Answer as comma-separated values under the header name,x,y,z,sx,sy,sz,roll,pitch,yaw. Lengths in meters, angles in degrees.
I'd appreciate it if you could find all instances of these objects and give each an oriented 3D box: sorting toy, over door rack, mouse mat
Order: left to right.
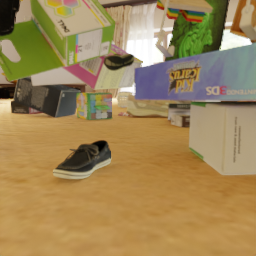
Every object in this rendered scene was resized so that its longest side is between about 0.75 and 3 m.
name,x,y,z,sx,sy,sz,roll,pitch,yaw
sorting toy,1.073,-2.525,5.788,0.981,0.341,0.975,1,41,-13
mouse mat,1.882,-2.830,7.869,0.104,2.756,2.218,24,-21,-28
over door rack,1.109,-2.361,4.163,0.757,2.273,1.679,5,-1,-42

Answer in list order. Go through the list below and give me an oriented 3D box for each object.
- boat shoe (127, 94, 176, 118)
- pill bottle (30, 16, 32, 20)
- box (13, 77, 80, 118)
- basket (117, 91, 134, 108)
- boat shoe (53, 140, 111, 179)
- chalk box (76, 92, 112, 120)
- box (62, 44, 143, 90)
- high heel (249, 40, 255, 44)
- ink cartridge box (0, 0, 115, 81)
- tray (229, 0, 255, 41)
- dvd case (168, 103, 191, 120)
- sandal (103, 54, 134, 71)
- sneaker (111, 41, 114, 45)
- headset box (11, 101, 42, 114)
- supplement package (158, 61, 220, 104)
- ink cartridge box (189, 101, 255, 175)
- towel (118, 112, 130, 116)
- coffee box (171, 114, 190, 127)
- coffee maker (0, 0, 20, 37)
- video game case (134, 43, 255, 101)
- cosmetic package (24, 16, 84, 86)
name,x,y,z,sx,sy,sz,roll,pitch,yaw
boat shoe,1.450,-0.966,11.708,2.988,0.970,1.078,2,7,-1
pill bottle,-1.902,-3.124,7.817,1.383,2.603,1.383,25,23,-12
box,-3.482,-1.382,12.178,2.183,1.169,1.620,20,12,16
basket,-0.116,-1.902,18.351,1.334,1.053,1.513,3,27,12
boat shoe,-0.579,0.401,3.719,0.436,0.363,1.168,5,10,24
chalk box,-1.257,-0.869,10.885,1.030,1.025,1.656,-5,8,-30
box,-0.753,-1.771,7.504,1.528,0.840,1.737,35,26,24
high heel,2.977,-2.439,6.954,0.933,0.665,0.333,26,-21,-20
ink cartridge box,-1.688,-2.097,5.835,2.295,1.696,0.869,-24,-24,-27
tray,2.599,-2.670,5.691,0.294,1.587,0.783,3,27,-11
dvd case,2.028,-0.508,9.368,1.382,0.227,1.839,1,-10,8
sandal,-0.205,-1.371,5.725,0.235,0.327,0.824,35,36,29
sneaker,-0.967,-2.516,9.861,0.686,1.050,1.877,21,24,2
headset box,-4.812,-1.050,13.794,1.250,0.631,1.682,4,8,27
supplement package,2.748,-1.850,12.826,2.552,1.937,1.922,4,-13,36
ink cartridge box,2.183,0.054,4.215,2.154,0.895,1.579,-1,7,-4
towel,0.146,-0.623,12.533,1.098,0.125,0.791,1,8,5
coffee box,1.708,-0.231,8.674,0.475,0.331,0.831,-2,8,-15
coffee maker,-2.837,-2.683,5.309,1.615,1.551,1.087,31,3,29
video game case,1.893,-0.779,4.554,2.630,0.659,2.902,-5,8,-26
cosmetic package,-2.462,-2.696,9.885,2.036,2.042,1.256,-6,-18,-16
